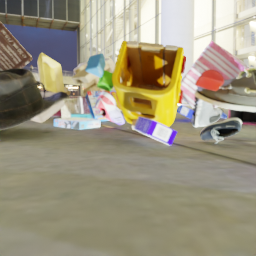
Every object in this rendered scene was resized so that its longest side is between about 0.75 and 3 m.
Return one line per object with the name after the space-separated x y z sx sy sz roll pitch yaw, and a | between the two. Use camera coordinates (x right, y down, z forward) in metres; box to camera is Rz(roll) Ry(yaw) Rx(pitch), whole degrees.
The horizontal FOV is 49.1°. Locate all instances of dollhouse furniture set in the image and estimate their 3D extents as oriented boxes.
-1.854 -0.598 10.288 2.990 2.436 2.844 -43 29 -24 | dollhouse furniture set

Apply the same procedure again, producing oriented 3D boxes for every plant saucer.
-2.684 -1.757 9.624 0.307 1.266 1.266 -11 -9 15 | plant saucer

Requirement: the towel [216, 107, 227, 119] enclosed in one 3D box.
3.254 -0.829 11.003 1.236 0.204 1.707 39 10 3 | towel

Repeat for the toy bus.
0.454 -0.603 5.973 2.619 1.353 2.472 27 -24 -29 | toy bus

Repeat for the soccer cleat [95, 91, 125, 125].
-0.451 -0.373 6.959 0.442 0.475 1.297 26 -18 29 | soccer cleat

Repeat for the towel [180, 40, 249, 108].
2.848 -1.678 9.858 1.648 2.252 0.337 41 22 13 | towel

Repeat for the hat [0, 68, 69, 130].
-2.608 -0.701 5.959 2.546 1.027 2.546 -16 19 6 | hat

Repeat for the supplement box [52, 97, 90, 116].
-2.086 -0.966 12.362 2.776 0.845 1.510 -2 6 -9 | supplement box

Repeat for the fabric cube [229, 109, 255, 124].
3.798 -0.632 8.635 0.994 0.979 0.998 -6 8 -44 | fabric cube

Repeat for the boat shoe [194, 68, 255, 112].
2.703 -0.778 5.698 2.861 0.855 1.023 17 31 39 | boat shoe

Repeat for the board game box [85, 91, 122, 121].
-0.756 -0.724 9.091 1.022 1.044 0.292 -6 -32 -25 | board game box

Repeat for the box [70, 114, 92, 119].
-1.405 -0.348 9.444 1.001 0.246 0.412 0 6 5 | box

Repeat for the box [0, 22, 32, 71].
-3.823 -1.346 6.658 2.754 1.379 1.032 -43 18 -8 | box

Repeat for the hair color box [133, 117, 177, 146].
0.446 0.039 4.901 0.479 0.284 0.876 25 2 -13 | hair color box

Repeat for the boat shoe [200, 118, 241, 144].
1.540 0.076 4.720 0.768 0.288 0.238 -20 30 40 | boat shoe

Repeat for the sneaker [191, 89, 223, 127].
2.121 -0.628 7.280 0.753 1.305 0.490 5 24 -1 | sneaker

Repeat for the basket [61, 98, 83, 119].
-2.034 -0.689 10.212 0.725 0.797 1.176 -5 6 -6 | basket

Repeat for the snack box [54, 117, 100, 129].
-1.379 -0.132 7.474 1.151 0.214 0.669 6 10 42 | snack box

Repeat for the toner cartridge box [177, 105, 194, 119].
2.057 -0.534 9.739 0.628 0.285 1.322 28 8 3 | toner cartridge box
